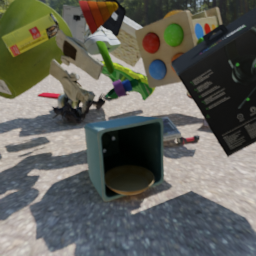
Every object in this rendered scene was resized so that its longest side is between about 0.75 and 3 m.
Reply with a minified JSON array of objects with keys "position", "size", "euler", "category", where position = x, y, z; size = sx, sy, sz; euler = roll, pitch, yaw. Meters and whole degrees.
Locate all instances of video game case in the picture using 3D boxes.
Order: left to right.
[{"position":[0.839,0.096,10.102],"size":[1.688,0.217,1.857],"euler":[-12,21,-3],"category":"video game case"}]

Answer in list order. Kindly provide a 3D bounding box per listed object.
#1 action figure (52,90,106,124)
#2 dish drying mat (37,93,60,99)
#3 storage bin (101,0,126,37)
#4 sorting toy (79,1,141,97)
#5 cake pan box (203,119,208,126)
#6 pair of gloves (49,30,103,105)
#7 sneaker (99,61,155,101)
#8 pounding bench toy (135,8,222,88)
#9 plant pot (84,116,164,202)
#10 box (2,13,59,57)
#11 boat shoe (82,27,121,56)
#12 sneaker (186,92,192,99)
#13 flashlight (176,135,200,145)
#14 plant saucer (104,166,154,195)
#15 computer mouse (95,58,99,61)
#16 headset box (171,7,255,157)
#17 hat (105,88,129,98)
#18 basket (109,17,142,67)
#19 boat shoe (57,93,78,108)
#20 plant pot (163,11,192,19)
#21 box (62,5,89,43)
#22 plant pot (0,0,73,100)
[{"position":[-2.138,-1.076,12.033],"size":[1.647,1.414,2.771],"euler":[19,24,18],"category":"action figure"},{"position":[-4.211,-1.820,15.740],"size":[1.716,0.156,0.659],"euler":[9,23,22],"category":"dish drying mat"},{"position":[-0.748,-4.302,11.059],"size":[0.634,1.352,0.914],"euler":[0,-23,47],"category":"storage bin"},{"position":[-0.363,-2.213,7.532],"size":[0.941,2.731,0.947],"euler":[-23,10,2],"category":"sorting toy"},{"position":[4.581,-0.490,11.506],"size":[2.286,0.649,2.482],"euler":[15,25,30],"category":"cake pan box"},{"position":[-1.532,-1.554,7.653],"size":[1.563,1.838,0.322],"euler":[46,50,6],"category":"pair of gloves"},{"position":[-0.195,-1.564,9.368],"size":[2.254,0.942,0.835],"euler":[24,15,-7],"category":"sneaker"},{"position":[1.844,-2.235,7.469],"size":[2.656,1.650,2.072],"euler":[-5,15,44],"category":"pounding bench toy"},{"position":[-0.299,0.554,7.300],"size":[1.740,1.744,1.777],"euler":[-12,18,-28],"category":"plant pot"},{"position":[-2.543,-2.463,7.440],"size":[1.452,0.364,0.546],"euler":[-32,-8,-15],"category":"box"},{"position":[-0.963,-2.959,9.026],"size":[0.812,0.937,2.197],"euler":[-31,4,27],"category":"boat shoe"},{"position":[2.469,-1.928,10.092],"size":[0.943,1.110,2.559],"euler":[-9,35,9],"category":"sneaker"},{"position":[2.077,0.387,9.633],"size":[0.831,0.282,0.281],"euler":[-8,22,-19],"category":"flashlight"},{"position":[0.017,1.313,6.901],"size":[1.251,0.221,1.251],"euler":[-1,20,0],"category":"plant saucer"},{"position":[-1.366,-2.293,9.931],"size":[0.172,0.296,1.009],"euler":[1,23,41],"category":"computer mouse"},{"position":[2.449,-1.027,6.139],"size":[2.191,2.516,1.167],"euler":[-32,21,15],"category":"headset box"},{"position":[-0.604,-1.704,15.513],"size":[1.026,0.903,0.850],"euler":[-29,30,24],"category":"hat"},{"position":[-0.367,-4.295,13.211],"size":[2.690,1.660,1.823],"euler":[26,25,-17],"category":"basket"},{"position":[-2.979,-1.297,13.514],"size":[0.776,0.847,2.268],"euler":[0,11,9],"category":"boat shoe"},{"position":[1.818,-3.213,11.476],"size":[2.227,2.227,2.039],"euler":[21,65,44],"category":"plant pot"},{"position":[-2.404,-4.405,12.670],"size":[1.136,1.948,0.586],"euler":[9,15,4],"category":"box"},{"position":[-3.262,-2.179,8.523],"size":[2.346,2.346,2.507],"euler":[9,56,23],"category":"plant pot"}]
